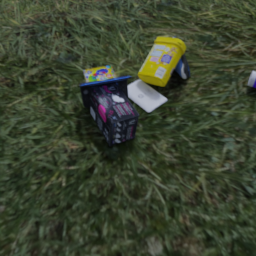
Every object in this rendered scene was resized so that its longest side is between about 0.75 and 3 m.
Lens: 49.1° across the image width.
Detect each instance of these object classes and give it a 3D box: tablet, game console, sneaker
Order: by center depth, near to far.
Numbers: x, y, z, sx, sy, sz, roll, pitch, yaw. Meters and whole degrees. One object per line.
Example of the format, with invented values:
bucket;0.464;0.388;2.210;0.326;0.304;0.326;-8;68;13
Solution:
game console;-0.813;-1.311;10.453;1.852;1.581;1.096;-11;40;-9
tablet;0.652;-1.349;11.553;1.102;0.116;1.693;-34;57;-25
sneaker;2.086;-3.020;12.572;0.968;0.951;2.512;-21;49;9

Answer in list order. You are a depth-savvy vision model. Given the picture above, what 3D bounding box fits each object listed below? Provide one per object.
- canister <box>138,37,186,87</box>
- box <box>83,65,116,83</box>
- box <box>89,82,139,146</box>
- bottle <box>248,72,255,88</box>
canister;1.377;-2.763;11.713;1.406;0.820;1.894;21;78;39
box;-1.122;-1.855;11.567;1.212;0.739;1.168;-13;52;-10
box;-0.549;-0.517;10.092;1.090;1.255;1.900;-17;51;-22
bottle;6.275;-1.656;11.315;2.635;0.860;1.100;18;54;14
